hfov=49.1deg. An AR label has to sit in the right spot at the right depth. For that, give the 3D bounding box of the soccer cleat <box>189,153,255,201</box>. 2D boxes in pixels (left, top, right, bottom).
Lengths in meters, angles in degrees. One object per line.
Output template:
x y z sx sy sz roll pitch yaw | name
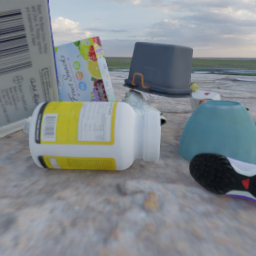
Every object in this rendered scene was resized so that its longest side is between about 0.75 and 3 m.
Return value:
1.860 0.837 4.480 1.860 0.634 0.681 10 -6 45 | soccer cleat

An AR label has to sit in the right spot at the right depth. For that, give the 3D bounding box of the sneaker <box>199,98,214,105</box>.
2.426 -0.462 8.199 0.700 0.484 1.249 -16 39 -32 | sneaker

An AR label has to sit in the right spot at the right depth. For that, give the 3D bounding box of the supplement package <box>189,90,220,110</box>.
2.520 -0.859 9.175 0.509 0.503 0.839 -37 34 -26 | supplement package

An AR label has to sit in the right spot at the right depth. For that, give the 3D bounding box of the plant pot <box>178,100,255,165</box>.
2.025 0.022 6.172 1.742 1.173 1.742 0 14 0 | plant pot

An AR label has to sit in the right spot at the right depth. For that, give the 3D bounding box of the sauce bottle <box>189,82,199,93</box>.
3.159 -1.662 12.877 0.297 0.917 0.297 -26 -16 -8 | sauce bottle

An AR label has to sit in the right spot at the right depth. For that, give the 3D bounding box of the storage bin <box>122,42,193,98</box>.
0.816 -1.687 7.895 1.449 1.337 1.991 -7 20 -40 | storage bin

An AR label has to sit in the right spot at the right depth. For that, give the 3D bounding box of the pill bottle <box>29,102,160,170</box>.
-0.572 0.151 5.405 2.318 1.298 1.298 1 15 4 | pill bottle

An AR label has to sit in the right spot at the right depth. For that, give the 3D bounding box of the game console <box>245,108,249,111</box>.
3.446 -0.602 9.601 0.821 0.543 0.933 17 6 -27 | game console

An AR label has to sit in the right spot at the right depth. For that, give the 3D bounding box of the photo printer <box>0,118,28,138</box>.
-4.077 -0.521 8.278 2.316 0.967 2.783 11 18 15 | photo printer

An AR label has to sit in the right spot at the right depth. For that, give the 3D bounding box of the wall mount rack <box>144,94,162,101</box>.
1.098 -1.428 13.017 0.872 0.325 0.758 -8 -2 -10 | wall mount rack

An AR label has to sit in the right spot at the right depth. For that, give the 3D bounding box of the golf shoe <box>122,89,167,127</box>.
0.374 -0.266 7.824 1.394 1.122 2.866 10 25 7 | golf shoe

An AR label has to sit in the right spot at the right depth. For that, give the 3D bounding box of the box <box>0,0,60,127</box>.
-2.623 -2.014 5.474 1.541 2.701 2.937 -21 58 -23 | box

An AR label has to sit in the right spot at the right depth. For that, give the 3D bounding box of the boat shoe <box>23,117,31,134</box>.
-2.038 -0.133 7.570 0.608 0.639 1.776 25 11 11 | boat shoe

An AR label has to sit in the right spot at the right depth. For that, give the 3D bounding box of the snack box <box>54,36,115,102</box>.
-1.744 -1.835 10.013 2.010 2.383 0.806 -7 18 19 | snack box
